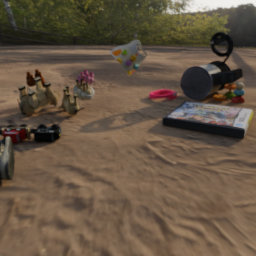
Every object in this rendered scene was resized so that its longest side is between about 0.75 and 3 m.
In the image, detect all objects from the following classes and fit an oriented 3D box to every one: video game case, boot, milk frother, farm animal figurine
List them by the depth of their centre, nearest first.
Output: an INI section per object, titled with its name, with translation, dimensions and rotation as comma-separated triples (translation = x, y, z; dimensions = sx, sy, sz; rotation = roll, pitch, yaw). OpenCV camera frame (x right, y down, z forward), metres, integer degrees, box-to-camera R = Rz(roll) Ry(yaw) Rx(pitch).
[boot]
translation = -3.380, 0.756, 6.480
dimensions = 1.362, 0.651, 1.804
rotation = -10, 22, -18
[video game case]
translation = 2.892, -0.379, 9.951
dimensions = 2.655, 0.339, 2.400
rotation = 11, 23, 27
[farm animal figurine]
translation = -2.739, -1.257, 11.173
dimensions = 2.778, 1.397, 2.243
rotation = 2, 39, -3
[milk frother]
translation = 3.813, -2.943, 13.157
dimensions = 2.367, 2.623, 2.467
rotation = -26, -1, 42

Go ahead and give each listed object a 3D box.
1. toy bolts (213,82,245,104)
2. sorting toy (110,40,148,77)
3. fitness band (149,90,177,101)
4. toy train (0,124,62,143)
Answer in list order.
[toy bolts]
translation = 4.612, -1.672, 12.639
dimensions = 1.223, 0.888, 1.280
rotation = -9, 22, -22
[sorting toy]
translation = 0.090, -1.667, 6.566
dimensions = 0.686, 0.762, 0.407
rotation = -41, 32, 3
[fitness band]
translation = 1.677, -1.568, 13.300
dimensions = 1.086, 0.283, 1.513
rotation = 14, 24, 40
[toy train]
translation = -3.372, 0.197, 8.305
dimensions = 2.755, 0.470, 0.631
rotation = -1, 32, -4
